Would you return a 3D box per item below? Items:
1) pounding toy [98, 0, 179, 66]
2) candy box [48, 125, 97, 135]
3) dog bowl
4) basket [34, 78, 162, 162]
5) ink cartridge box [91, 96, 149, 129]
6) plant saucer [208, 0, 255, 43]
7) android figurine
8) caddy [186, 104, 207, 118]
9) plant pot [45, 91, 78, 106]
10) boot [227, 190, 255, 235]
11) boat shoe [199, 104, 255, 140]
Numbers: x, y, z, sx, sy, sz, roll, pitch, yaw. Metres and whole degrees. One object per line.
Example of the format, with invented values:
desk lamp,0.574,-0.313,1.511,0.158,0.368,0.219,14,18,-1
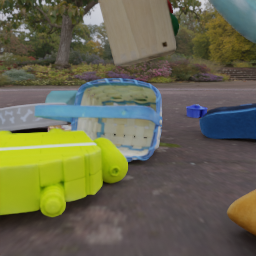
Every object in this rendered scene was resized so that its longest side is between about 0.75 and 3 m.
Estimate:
pounding toy,0.159,-2.893,5.911,1.324,2.894,2.543,-13,10,9
candy box,-1.167,0.126,6.080,1.101,0.311,0.642,-4,11,-16
dog bowl,-2.273,-0.258,6.817,1.814,0.532,1.814,-8,2,0
basket,-0.288,-0.144,4.519,1.702,1.342,1.930,4,1,18
ink cartridge box,-0.240,-0.331,6.870,1.508,0.632,1.088,11,4,-26
plant saucer,1.747,-2.678,4.968,2.620,2.620,0.359,-10,-19,-47
android figurine,-1.280,0.434,3.487,2.536,0.572,2.786,-3,9,-17
caddy,2.472,-0.633,10.121,0.606,0.450,0.858,-2,10,-16
plant pot,-2.126,-0.616,8.847,0.909,0.909,1.286,0,17,2
boot,1.084,0.767,1.835,1.665,0.586,1.192,0,3,-28
boat shoe,2.845,-0.266,5.998,2.519,1.060,0.865,8,26,29
